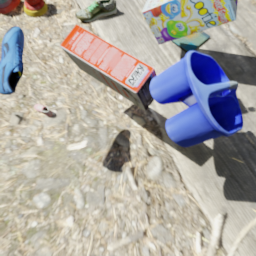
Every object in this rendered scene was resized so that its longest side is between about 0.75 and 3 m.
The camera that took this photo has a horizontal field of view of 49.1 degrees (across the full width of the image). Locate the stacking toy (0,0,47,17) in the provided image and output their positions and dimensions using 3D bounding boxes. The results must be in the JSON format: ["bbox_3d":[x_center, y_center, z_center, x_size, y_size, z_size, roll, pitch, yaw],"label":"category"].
[{"bbox_3d":[-4.765,-6.047,12.101,2.551,1.078,2.309,3,63,1],"label":"stacking toy"}]

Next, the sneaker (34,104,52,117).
[{"bbox_3d":[-2.976,-0.678,9.697,0.756,0.395,0.285,30,69,16],"label":"sneaker"}]

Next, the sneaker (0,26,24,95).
[{"bbox_3d":[-2.530,-1.500,6.285,0.637,0.535,1.625,7,79,23],"label":"sneaker"}]

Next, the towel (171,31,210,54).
[{"bbox_3d":[2.535,-3.607,11.369,1.356,0.147,0.994,-39,69,-20],"label":"towel"}]

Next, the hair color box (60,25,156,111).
[{"bbox_3d":[-0.419,-1.548,7.324,2.478,1.374,0.792,35,86,19],"label":"hair color box"}]

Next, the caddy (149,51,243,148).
[{"bbox_3d":[1.806,-0.687,6.483,1.474,2.809,1.986,-27,81,34],"label":"caddy"}]

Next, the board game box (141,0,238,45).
[{"bbox_3d":[1.971,-3.882,8.884,2.579,1.328,1.353,-8,46,34],"label":"board game box"}]

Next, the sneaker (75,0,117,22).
[{"bbox_3d":[-1.360,-5.081,11.740,1.849,0.819,0.711,-21,64,-11],"label":"sneaker"}]
